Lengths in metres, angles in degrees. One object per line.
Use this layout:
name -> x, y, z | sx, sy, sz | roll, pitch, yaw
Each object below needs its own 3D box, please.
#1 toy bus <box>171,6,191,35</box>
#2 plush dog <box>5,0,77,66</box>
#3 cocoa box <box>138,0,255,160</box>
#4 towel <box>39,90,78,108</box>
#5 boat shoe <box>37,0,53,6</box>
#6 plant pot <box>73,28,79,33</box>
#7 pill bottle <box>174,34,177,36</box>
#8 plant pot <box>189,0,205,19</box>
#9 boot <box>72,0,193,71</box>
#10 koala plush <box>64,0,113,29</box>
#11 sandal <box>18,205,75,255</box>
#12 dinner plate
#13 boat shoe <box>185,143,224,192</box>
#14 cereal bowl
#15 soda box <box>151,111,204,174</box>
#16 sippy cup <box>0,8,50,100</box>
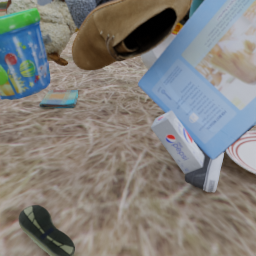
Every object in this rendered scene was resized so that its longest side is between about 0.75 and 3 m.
toy bus -> 1.384, -3.522, 8.203 | 2.254, 1.530, 2.164 | 18, -12, 1
plush dog -> -2.280, -3.111, 8.578 | 2.020, 2.518, 2.163 | 28, 62, -1
cocoa box -> 1.916, -1.148, 4.693 | 1.857, 2.784, 1.827 | 47, 25, 14
towel -> -2.651, -1.175, 10.975 | 1.304, 0.193, 1.778 | -1, 26, -4
boat shoe -> -2.739, -4.270, 9.167 | 1.624, 0.600, 0.692 | -46, 49, -16
plant pot -> -2.314, -4.470, 11.379 | 1.042, 0.981, 1.042 | -18, -1, 0
pill bottle -> 1.209, -4.229, 10.381 | 1.226, 2.308, 1.226 | -6, 53, 8
plant pot -> 2.481, -2.702, 6.406 | 1.360, 1.695, 1.695 | 6, 21, -28
boot -> -0.177, -1.366, 4.231 | 2.408, 0.886, 0.908 | -19, 41, 43
koala plush -> -0.447, -2.491, 5.989 | 1.659, 1.871, 1.719 | -36, 49, -4
sandal -> -1.422, 1.811, 4.735 | 1.272, 0.363, 0.505 | 37, 40, 28
dinner plate -> 3.654, 0.722, 6.987 | 2.401, 0.291, 2.401 | -1, 26, 0
boat shoe -> 1.864, 0.613, 6.722 | 0.791, 0.835, 2.389 | 11, 36, 19
cereal bowl -> 1.010, -2.398, 9.138 | 0.805, 1.933, 1.933 | -24, 6, 41
soda box -> 0.674, 0.196, 3.744 | 0.283, 0.830, 0.263 | -30, 15, 33
sippy cup -> -2.549, -1.571, 6.185 | 1.765, 1.648, 2.248 | 5, 33, 33
